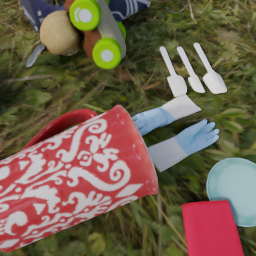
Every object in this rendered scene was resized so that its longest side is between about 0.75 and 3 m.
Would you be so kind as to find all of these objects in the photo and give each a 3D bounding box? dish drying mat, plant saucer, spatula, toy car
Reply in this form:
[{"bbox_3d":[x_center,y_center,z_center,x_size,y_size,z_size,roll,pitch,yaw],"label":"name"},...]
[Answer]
[{"bbox_3d":[1.667,2.647,5.137,1.012,0.240,2.635,-4,54,2],"label":"dish drying mat"},{"bbox_3d":[2.270,1.269,5.662,0.247,1.374,1.374,-6,45,-46],"label":"plant saucer"},{"bbox_3d":[1.905,-1.841,8.624,1.628,0.188,2.342,-9,51,-4],"label":"spatula"},{"bbox_3d":[-1.682,-2.600,8.319,2.821,2.226,2.318,-21,30,17],"label":"toy car"}]

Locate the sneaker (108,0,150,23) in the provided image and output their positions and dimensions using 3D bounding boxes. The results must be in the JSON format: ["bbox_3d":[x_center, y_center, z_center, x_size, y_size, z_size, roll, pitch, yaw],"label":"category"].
[{"bbox_3d":[-0.200,-4.134,10.001,0.905,1.401,2.582,31,28,24],"label":"sneaker"}]

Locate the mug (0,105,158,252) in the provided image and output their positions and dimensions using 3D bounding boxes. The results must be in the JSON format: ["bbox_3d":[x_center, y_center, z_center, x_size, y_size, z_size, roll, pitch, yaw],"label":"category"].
[{"bbox_3d":[-1.220,0.921,5.693,2.902,1.936,2.576,-24,17,-11],"label":"mug"}]

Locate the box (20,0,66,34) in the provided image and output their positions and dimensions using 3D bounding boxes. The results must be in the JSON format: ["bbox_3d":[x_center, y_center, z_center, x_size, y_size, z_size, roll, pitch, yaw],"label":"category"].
[{"bbox_3d":[-2.391,-4.999,9.463,2.612,2.591,1.609,-27,57,-18],"label":"box"}]

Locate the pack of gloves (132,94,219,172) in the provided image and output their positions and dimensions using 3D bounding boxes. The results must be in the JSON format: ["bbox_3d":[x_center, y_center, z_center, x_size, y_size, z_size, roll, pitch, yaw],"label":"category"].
[{"bbox_3d":[1.178,-0.071,7.105,2.057,0.406,1.728,-25,58,-18],"label":"pack of gloves"}]

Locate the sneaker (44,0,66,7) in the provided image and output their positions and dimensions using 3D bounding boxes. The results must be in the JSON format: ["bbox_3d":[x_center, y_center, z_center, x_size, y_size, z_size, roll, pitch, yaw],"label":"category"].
[{"bbox_3d":[-1.313,-4.565,8.011,2.690,1.049,1.146,-20,42,15],"label":"sneaker"}]
